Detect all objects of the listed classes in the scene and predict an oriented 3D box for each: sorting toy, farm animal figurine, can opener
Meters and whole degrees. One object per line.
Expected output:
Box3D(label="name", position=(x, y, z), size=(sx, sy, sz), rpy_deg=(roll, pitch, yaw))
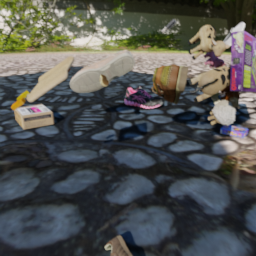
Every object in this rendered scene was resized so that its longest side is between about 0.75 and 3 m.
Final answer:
Box3D(label="sorting toy", position=(-1.813, -0.929, 6.080), size=(1.525, 0.204, 1.136), rpy_deg=(-31, 29, 14))
Box3D(label="farm animal figurine", position=(3.120, -1.938, 9.502), size=(1.545, 2.964, 2.931), rpy_deg=(-26, 17, 47))
Box3D(label="can opener", position=(1.732, -4.364, 12.006), size=(0.217, 0.274, 0.826), rpy_deg=(12, -24, -29))

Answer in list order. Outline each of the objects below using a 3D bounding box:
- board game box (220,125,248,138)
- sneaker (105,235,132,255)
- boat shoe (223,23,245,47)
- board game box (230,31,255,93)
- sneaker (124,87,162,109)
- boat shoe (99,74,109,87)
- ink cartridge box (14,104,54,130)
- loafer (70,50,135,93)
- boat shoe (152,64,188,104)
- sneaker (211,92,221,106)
Box3D(label="board game box", position=(4.401, 0.137, 11.639), size=(0.958, 0.215, 0.644), rpy_deg=(15, 25, 34))
Box3D(label="sneaker", position=(-0.110, 2.487, 5.248), size=(0.402, 0.375, 1.064), rpy_deg=(-25, 23, -14))
Box3D(label="boat shoe", position=(3.983, -3.573, 10.585), size=(0.336, 0.980, 0.353), rpy_deg=(25, 28, -24))
Box3D(label="board game box", position=(3.721, -1.889, 8.539), size=(0.435, 1.615, 2.692), rpy_deg=(9, 10, 37))
Box3D(label="sneaker", position=(0.808, -1.694, 15.378), size=(2.270, 1.083, 0.897), rpy_deg=(12, 22, 25))
Box3D(label="boat shoe", position=(-0.898, -1.679, 10.245), size=(0.289, 0.247, 0.789), rpy_deg=(18, 30, -22))
Box3D(label="ink cartridge box", position=(-4.355, -0.541, 12.885), size=(1.370, 0.625, 1.663), rpy_deg=(-14, 23, -30))
Box3D(label="loafer", position=(-1.053, -2.300, 11.372), size=(2.788, 1.002, 0.877), rpy_deg=(-23, 39, 9))
Box3D(label="boat shoe", position=(1.334, -1.507, 9.311), size=(1.016, 1.075, 2.989), rpy_deg=(10, -6, 7))
Box3D(label="sneaker", position=(3.205, -0.929, 10.023), size=(0.323, 0.468, 0.841), rpy_deg=(-21, 29, 19))
